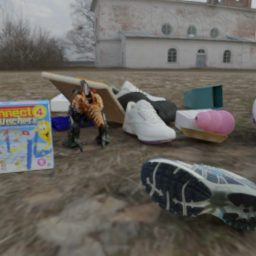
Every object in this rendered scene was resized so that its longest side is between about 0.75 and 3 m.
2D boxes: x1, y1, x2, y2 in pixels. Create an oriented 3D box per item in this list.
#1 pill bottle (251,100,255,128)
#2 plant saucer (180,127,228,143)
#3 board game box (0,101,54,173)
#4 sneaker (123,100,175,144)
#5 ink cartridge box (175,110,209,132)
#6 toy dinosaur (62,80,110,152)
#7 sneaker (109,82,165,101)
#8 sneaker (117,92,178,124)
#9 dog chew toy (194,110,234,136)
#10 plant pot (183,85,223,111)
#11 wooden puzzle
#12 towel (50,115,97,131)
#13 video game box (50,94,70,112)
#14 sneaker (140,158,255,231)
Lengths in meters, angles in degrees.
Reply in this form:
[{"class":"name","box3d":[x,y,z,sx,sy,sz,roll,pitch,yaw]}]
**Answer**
[{"class":"pill bottle","box3d":[4.515,-0.419,8.643,1.313,1.313,2.193,6,-3,22]},{"class":"plant saucer","box3d":[2.221,0.221,8.341,1.419,0.251,1.419,11,2,0]},{"class":"board game box","box3d":[-2.539,0.198,6.337,1.578,1.545,0.441,-4,15,-14]},{"class":"sneaker","box3d":[0.555,-0.211,8.724,0.876,1.165,2.339,-6,17,-34]},{"class":"ink cartridge box","box3d":[2.512,-0.220,9.812,1.441,0.610,1.041,-5,18,-16]},{"class":"toy dinosaur","box3d":[-1.242,-0.389,7.982,1.417,1.883,2.774,1,15,0]},{"class":"sneaker","box3d":[0.243,-1.291,12.195,2.886,1.434,1.124,4,29,23]},{"class":"sneaker","box3d":[0.494,-0.737,10.945,2.798,1.062,1.270,12,25,33]},{"class":"dog chew toy","box3d":[2.665,-0.186,8.789,1.341,0.835,0.835,9,10,-25]},{"class":"plant pot","box3d":[3.665,-1.465,13.871,1.660,1.173,1.172,2,12,42]},{"class":"wooden puzzle","box3d":[-1.321,-1.070,10.044,2.665,0.536,2.881,16,-17,29]},{"class":"towel","box3d":[-2.123,-0.298,10.554,1.711,0.424,1.264,-10,18,-34]},{"class":"video game box","box3d":[-2.351,-1.319,14.231,2.634,0.617,2.400,0,17,-1]},{"class":"sneaker","box3d":[1.179,0.961,4.503,2.024,0.786,0.874,19,20,6]}]
